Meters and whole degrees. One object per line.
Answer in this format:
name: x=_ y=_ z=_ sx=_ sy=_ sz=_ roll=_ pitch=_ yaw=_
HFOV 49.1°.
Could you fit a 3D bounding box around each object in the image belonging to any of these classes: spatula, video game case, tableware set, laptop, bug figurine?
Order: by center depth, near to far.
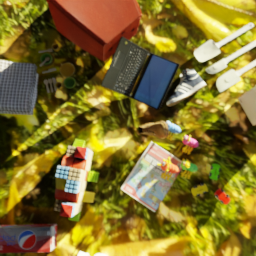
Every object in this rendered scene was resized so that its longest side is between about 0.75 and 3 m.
bug figurine: x=1.781 y=0.789 z=9.796 sx=1.687 sy=0.560 sz=2.176 roll=20 pitch=62 yaw=-26
laptop: x=0.446 y=-1.932 z=10.194 sx=2.141 sy=1.106 sz=1.897 roll=18 pitch=99 yaw=-37
video game case: x=0.906 y=1.774 z=10.287 sx=1.492 sy=0.182 sz=2.086 roll=33 pitch=82 yaw=6
tableware set: x=-2.779 y=-2.366 z=10.972 sx=1.299 sy=0.296 sz=1.929 roll=-13 pitch=80 yaw=-3
spatula: x=4.248 y=-2.931 z=11.113 sx=2.862 sy=0.230 sz=1.990 roll=-32 pitch=80 yaw=-5

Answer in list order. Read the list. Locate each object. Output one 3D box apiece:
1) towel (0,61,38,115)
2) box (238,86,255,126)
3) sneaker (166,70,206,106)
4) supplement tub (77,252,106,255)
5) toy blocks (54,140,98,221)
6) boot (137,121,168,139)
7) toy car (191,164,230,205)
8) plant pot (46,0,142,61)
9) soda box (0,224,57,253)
towel: x=-4.350 y=-1.548 z=10.530 sx=1.687 sy=0.872 sz=2.038 roll=3 pitch=80 yaw=0
box: x=5.625 y=-1.259 z=10.115 sx=2.527 sy=1.572 sz=1.232 roll=-25 pitch=81 yaw=-4
sneaker: x=2.017 y=-1.567 z=10.656 sx=1.737 sy=0.609 sz=0.942 roll=-30 pitch=86 yaw=-12
supplement tub: x=-0.459 y=5.263 z=8.655 sx=2.969 sy=2.152 sz=2.152 roll=19 pitch=80 yaw=3
toy blocks: x=-1.863 y=1.723 z=9.380 sx=1.444 sy=1.975 sz=2.890 roll=10 pitch=80 yaw=2
boot: x=0.853 y=0.101 z=9.790 sx=0.634 sy=1.680 sz=0.619 roll=-6 pitch=92 yaw=-21
toy car: x=3.068 y=1.978 z=10.187 sx=1.421 sy=0.317 sz=1.337 roll=15 pitch=80 yaw=2
plant pot: x=-1.010 y=-4.055 z=10.215 sx=2.655 sy=2.652 sz=2.340 roll=-42 pitch=90 yaw=-7
soda box: x=-3.749 y=3.796 z=9.620 sx=2.440 sy=0.774 sz=0.854 roll=-1 pitch=79 yaw=1
